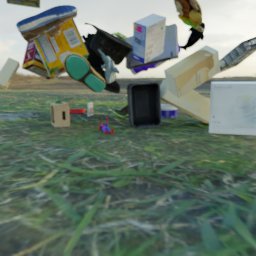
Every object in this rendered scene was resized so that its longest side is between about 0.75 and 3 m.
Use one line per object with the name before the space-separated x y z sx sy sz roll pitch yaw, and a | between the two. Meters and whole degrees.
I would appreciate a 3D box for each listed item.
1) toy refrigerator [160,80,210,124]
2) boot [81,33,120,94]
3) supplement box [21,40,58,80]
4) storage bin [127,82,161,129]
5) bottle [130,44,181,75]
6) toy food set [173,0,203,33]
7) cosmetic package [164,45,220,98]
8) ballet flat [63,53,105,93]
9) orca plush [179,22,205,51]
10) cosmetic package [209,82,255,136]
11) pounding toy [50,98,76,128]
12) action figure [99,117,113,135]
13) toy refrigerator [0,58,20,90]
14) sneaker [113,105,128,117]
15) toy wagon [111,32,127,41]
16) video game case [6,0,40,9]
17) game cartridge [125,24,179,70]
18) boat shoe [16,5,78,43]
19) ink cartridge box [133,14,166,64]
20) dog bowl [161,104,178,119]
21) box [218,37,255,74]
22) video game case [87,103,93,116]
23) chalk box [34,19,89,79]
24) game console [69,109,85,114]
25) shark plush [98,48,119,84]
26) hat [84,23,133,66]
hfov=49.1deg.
toy refrigerator | 2.688 -1.151 12.229 2.764 0.967 1.049 25 2 -16
boot | -1.320 -3.272 14.222 2.853 2.338 1.056 23 10 -12
supplement box | -3.603 -3.548 12.296 1.041 2.431 1.341 -6 -19 43
storage bin | 0.659 -0.968 11.761 1.246 1.842 0.864 -6 10 -8
bottle | 1.355 -3.834 15.100 2.925 1.222 0.955 -28 -24 31
toy food set | 1.749 -3.503 8.319 1.148 0.334 1.663 40 -7 23
cosmetic package | 1.920 -1.680 8.356 1.594 0.839 0.567 -33 45 -8
ballet flat | -1.584 -1.923 9.568 0.727 0.791 2.306 52 4 30
orca plush | 3.048 -4.351 13.519 1.636 0.861 0.581 -31 8 43
cosmetic package | 4.082 -0.771 10.593 1.906 1.912 1.175 2 10 16
pounding toy | -2.820 -0.710 12.136 0.885 1.245 1.147 -5 11 -24
action figure | -0.891 -0.112 10.836 0.389 0.590 1.191 -3 8 -20
toy refrigerator | -5.099 -2.288 11.840 0.478 1.259 0.441 23 -19 -9
sneaker | -0.076 -0.996 15.060 1.639 0.687 0.629 -10 31 -33
toy wagon | -0.396 -4.873 15.012 1.090 0.216 0.846 33 2 13
video game case | -3.296 -4.155 8.788 1.047 0.115 0.953 1 -14 -18
game cartridge | 1.104 -3.869 13.429 2.661 1.725 0.511 -6 -19 28
boat shoe | -2.517 -3.342 9.005 1.975 0.715 0.714 -20 47 -6
ink cartridge box | 0.692 -2.876 9.405 0.585 1.531 1.045 32 52 31
dog bowl | 1.898 -0.904 15.053 1.517 0.598 1.517 0 11 0
box | 4.415 -2.897 11.153 1.462 0.446 1.814 -26 -8 -28
video game case | -2.101 -1.029 15.515 0.086 0.685 0.751 2 10 9
chalk box | -2.654 -2.980 10.902 1.574 1.585 2.540 -26 7 -12
game console | -3.465 -1.014 16.833 1.670 0.259 1.477 0 6 -4
shark plush | -0.802 -2.370 10.556 0.562 1.349 0.613 -24 12 -16
hat | -0.770 -3.503 12.430 2.967 1.197 2.967 26 14 -7
